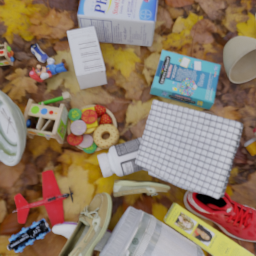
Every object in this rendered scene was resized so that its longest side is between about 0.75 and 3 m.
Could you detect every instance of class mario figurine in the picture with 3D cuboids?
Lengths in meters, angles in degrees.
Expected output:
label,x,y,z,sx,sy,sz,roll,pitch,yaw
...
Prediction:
label,x,y,z,sx,sy,sz,roll,pitch,yaw
mario figurine,-3.036,-2.271,10.637,1.465,0.904,0.776,-23,99,-13

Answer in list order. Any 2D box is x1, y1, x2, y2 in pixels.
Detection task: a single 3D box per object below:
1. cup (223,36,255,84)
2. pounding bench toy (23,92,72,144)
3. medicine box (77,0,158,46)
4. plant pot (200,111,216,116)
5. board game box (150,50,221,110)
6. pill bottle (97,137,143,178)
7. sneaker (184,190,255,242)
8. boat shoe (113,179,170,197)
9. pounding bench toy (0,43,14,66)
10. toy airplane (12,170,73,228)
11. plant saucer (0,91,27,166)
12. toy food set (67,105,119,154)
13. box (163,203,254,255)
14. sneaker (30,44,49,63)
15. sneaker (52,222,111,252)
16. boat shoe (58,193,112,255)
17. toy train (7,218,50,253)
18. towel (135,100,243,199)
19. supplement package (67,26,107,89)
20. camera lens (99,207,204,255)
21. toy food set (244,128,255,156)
label,x,y,z,sx,sy,sz,roll,pitch,yaw
cup,4.223,-2.670,10.357,1.691,1.691,1.209,-17,56,-6
pounding bench toy,-2.865,-0.523,9.895,1.381,1.100,1.770,10,71,4
medicine box,-0.304,-4.897,11.224,2.894,1.490,2.636,6,70,2
plant pot,2.390,0.185,9.382,1.852,1.615,1.852,0,70,1
board game box,2.167,-1.832,10.584,2.301,0.540,1.737,16,68,4
pill bottle,-0.015,1.007,9.382,1.895,1.049,1.049,-17,71,-6
sneaker,3.148,2.676,8.406,2.936,1.696,1.150,18,78,9
boat shoe,0.440,2.012,9.106,1.821,0.664,0.573,5,82,-6
pounding bench toy,-4.986,-3.012,11.007,0.821,0.654,1.052,-10,71,-4
toy airplane,-2.835,2.435,9.232,2.087,0.384,2.087,0,72,-1
plant saucer,-4.036,-0.111,9.255,0.683,2.723,2.723,-23,68,-44
toy food set,-1.316,0.004,10.052,1.826,0.449,1.845,-13,72,-4
box,2.444,3.361,8.514,2.796,1.052,0.701,31,81,12
sneaker,-3.591,-3.012,11.077,0.901,0.520,0.364,41,77,13
sneaker,-1.489,3.466,8.702,1.879,0.703,0.936,10,71,4
boat shoe,-1.296,3.024,8.127,0.798,0.925,2.537,34,76,-29
toy train,-3.070,3.334,8.712,1.331,0.761,0.577,-31,85,-10
towel,1.697,0.568,8.073,2.644,1.131,2.189,17,94,31
supplement package,-1.551,-2.643,10.625,1.071,1.112,1.955,-13,71,-5
camera lens,0.654,3.687,7.774,2.565,2.051,2.051,32,74,4
toy food set,5.121,-0.381,9.545,2.912,1.390,1.310,-34,72,8
